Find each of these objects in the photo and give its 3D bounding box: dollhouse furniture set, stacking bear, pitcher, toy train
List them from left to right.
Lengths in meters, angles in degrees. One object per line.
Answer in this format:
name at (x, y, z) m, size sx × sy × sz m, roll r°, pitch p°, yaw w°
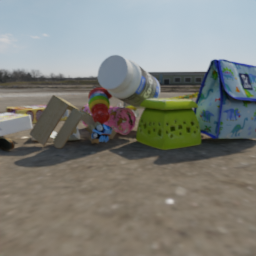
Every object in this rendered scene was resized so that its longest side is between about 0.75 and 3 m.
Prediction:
dollhouse furniture set at (-1.550, 0.160, 8.184) m, size 1.530 × 1.311 × 1.609 m, roll 33°, pitch 1°, yaw 23°
stacking bear at (-0.842, -0.598, 8.422) m, size 0.705 × 0.753 × 1.240 m, roll 24°, pitch 33°, yaw -27°
toy train at (-0.690, 0.123, 7.353) m, size 0.338 × 0.445 × 0.779 m, roll 22°, pitch 2°, yaw 16°
pitcher at (2.108, 0.014, 9.062) m, size 1.092 × 0.662 × 0.937 m, roll -12°, pitch 36°, yaw -20°

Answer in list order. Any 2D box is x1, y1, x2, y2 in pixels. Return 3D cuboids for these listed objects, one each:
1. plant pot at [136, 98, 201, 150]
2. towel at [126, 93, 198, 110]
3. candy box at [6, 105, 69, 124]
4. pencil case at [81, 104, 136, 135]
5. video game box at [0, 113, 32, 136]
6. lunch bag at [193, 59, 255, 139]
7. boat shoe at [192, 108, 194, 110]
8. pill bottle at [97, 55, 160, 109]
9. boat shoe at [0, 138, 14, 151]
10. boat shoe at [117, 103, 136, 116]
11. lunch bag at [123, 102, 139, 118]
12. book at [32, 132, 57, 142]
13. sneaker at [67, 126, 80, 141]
plant pot at (1.143, -0.191, 7.989) m, size 1.404 × 1.274 × 1.397 m, roll -5°, pitch 10°, yaw -30°
towel at (1.353, -0.997, 10.026) m, size 2.982 × 0.269 × 1.283 m, roll -10°, pitch 2°, yaw 17°
candy box at (-4.068, -0.638, 12.683) m, size 2.405 × 0.679 × 1.403 m, roll -10°, pitch 15°, yaw -40°
pencil case at (-0.762, -0.342, 9.975) m, size 0.987 × 0.945 × 2.282 m, roll -6°, pitch 10°, yaw -40°
video game box at (-4.240, -0.008, 8.282) m, size 2.110 × 0.494 × 1.922 m, roll -18°, pitch 14°, yaw -41°
lunch bag at (3.096, -0.824, 8.321) m, size 1.887 × 2.220 × 1.414 m, roll 2°, pitch 9°, yaw -28°
boat shoe at (3.055, -0.622, 12.022) m, size 2.377 × 0.745 × 0.863 m, roll -22°, pitch 23°, yaw 12°
pill bottle at (0.057, -1.361, 8.570) m, size 1.199 × 1.199 × 2.108 m, roll 5°, pitch -7°, yaw 30°
boat shoe at (-3.218, 0.387, 7.351) m, size 0.902 × 0.341 × 0.333 m, roll 9°, pitch 11°, yaw 39°
boat shoe at (-0.290, -0.586, 11.217) m, size 0.677 × 0.781 × 1.833 m, roll -29°, pitch -1°, yaw 30°
lunch bag at (0.121, -0.854, 12.598) m, size 0.646 × 0.901 × 1.099 m, roll -10°, pitch 7°, yaw 3°
book at (-2.558, 0.238, 8.618) m, size 0.622 × 0.224 × 0.932 m, roll 10°, pitch 7°, yaw -11°
sneaker at (-1.807, 0.042, 8.716) m, size 0.526 × 0.600 × 1.496 m, roll -1°, pitch 10°, yaw -15°
